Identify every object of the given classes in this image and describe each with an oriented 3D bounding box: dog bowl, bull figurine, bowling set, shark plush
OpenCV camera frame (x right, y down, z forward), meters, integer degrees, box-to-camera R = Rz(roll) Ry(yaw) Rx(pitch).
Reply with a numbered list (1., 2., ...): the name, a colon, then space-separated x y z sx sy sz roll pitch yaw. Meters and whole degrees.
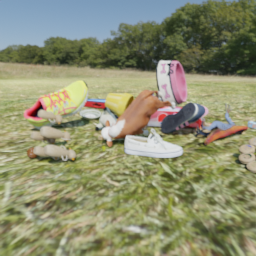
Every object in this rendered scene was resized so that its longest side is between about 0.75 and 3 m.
1. dog bowl: 1.970 -1.952 12.305 0.799 2.168 2.168 -8 8 26
2. bull figurine: 0.252 -0.263 8.574 1.503 0.806 2.476 -5 -28 -44
3. bowling set: -2.142 0.401 7.584 0.859 1.113 1.600 18 42 -42
4. shark plush: -0.710 -0.200 11.287 0.887 0.968 2.130 24 0 -3

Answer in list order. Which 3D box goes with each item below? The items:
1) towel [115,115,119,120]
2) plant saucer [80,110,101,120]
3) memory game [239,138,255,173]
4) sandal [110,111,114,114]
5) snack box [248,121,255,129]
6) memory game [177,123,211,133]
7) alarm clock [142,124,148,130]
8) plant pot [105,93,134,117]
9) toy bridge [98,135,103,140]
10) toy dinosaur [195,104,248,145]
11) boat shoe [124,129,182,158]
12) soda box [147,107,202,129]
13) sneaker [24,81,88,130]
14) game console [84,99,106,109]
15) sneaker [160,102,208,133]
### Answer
1. towel: -0.428 -0.359 12.433 1.147 0.182 1.597 -10 16 -34
2. plant saucer: -1.743 -0.567 12.930 0.970 0.243 0.970 5 26 -2
3. memory game: 3.768 0.605 6.902 1.993 0.127 1.993 -16 23 7
4. sandal: -0.540 -0.902 14.345 0.978 0.368 0.234 1 15 8
5. snack box: 5.401 -0.040 10.900 0.726 0.232 1.250 -5 14 -20
6. memory game: 2.659 -0.040 11.069 1.665 0.106 1.665 -2 14 1
7. alarm clock: 0.431 -0.132 11.064 0.645 0.318 0.956 3 14 -6
8. plant pot: -0.403 -1.028 12.044 1.017 1.081 1.081 20 19 17
9. toy bridge: -0.616 0.258 9.813 1.042 0.142 0.350 -11 17 -41
10. toy dinosaur: 3.292 0.188 9.612 1.833 1.061 2.020 9 46 -3
11. boat shoe: 0.702 0.399 7.886 1.652 0.704 0.610 4 16 16
12. soda box: 1.820 -0.434 11.129 2.144 0.680 0.750 3 18 23
13. sneaker: -2.638 -0.867 10.240 2.651 1.036 1.197 -36 -22 6
14. game console: -1.449 -1.562 17.114 2.760 0.428 2.441 9 16 34
15. sneaker: 1.949 -0.258 9.875 0.813 0.696 1.983 5 -20 -30
